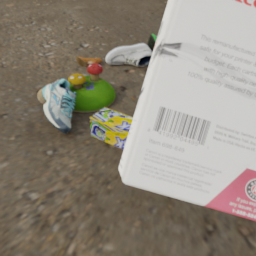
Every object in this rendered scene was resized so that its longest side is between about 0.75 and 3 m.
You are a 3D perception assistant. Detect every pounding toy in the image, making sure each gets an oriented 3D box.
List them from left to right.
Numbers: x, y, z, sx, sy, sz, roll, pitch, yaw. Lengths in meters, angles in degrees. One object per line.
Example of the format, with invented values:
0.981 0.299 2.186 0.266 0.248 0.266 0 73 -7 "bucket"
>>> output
-1.690 -1.543 9.580 2.501 1.160 1.930 7 36 9 "pounding toy"

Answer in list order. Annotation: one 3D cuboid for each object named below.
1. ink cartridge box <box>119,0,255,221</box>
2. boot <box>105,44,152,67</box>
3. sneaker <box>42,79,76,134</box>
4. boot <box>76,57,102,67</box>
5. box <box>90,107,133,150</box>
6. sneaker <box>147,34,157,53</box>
1.279 -0.481 3.832 2.126 2.919 1.238 17 1 -4 "ink cartridge box"
0.129 -3.001 12.000 2.058 0.757 0.984 -21 51 -14 "boot"
-1.981 -0.751 8.337 0.912 0.820 2.112 -33 51 9 "sneaker"
-1.712 -2.952 12.215 0.987 0.378 0.766 23 42 29 "boot"
-0.031 0.144 7.661 2.065 0.664 0.723 20 40 27 "box"
1.617 -3.326 12.403 1.102 1.010 2.587 -8 45 -24 "sneaker"
